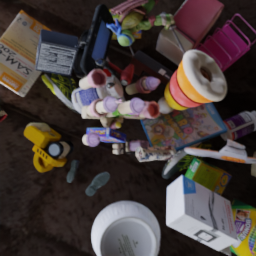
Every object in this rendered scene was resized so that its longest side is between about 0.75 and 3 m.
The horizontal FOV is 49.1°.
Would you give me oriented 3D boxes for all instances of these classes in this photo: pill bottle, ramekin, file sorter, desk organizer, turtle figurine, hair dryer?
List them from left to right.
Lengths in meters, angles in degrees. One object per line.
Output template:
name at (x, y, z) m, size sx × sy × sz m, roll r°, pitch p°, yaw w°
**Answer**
pill bottle at (-1.027, -1.124, 9.592) m, size 1.588 × 0.951 × 0.951 m, roll -18°, pitch 82°, yaw 23°
hair dryer at (-0.287, -1.874, 9.129) m, size 1.419 × 0.385 × 1.080 m, roll -18°, pitch 84°, yaw -42°
ramekin at (-0.029, 3.743, 9.378) m, size 2.409 × 1.122 × 2.409 m, roll 0°, pitch 88°, yaw -5°
turtle figurine at (0.630, -3.701, 10.010) m, size 2.878 × 2.071 × 2.791 m, roll 20°, pitch 73°, yaw -19°
desk organizer at (0.822, -2.063, 10.206) m, size 1.582 × 0.609 × 0.567 m, roll 33°, pitch 49°, yaw 3°
file sorter at (3.582, -3.033, 10.375) m, size 1.895 × 1.188 × 1.317 m, roll -40°, pitch 84°, yaw -5°
pill bottle at (4.066, -0.088, 10.184) m, size 1.413 × 0.794 × 0.794 m, roll -23°, pitch 83°, yaw -3°

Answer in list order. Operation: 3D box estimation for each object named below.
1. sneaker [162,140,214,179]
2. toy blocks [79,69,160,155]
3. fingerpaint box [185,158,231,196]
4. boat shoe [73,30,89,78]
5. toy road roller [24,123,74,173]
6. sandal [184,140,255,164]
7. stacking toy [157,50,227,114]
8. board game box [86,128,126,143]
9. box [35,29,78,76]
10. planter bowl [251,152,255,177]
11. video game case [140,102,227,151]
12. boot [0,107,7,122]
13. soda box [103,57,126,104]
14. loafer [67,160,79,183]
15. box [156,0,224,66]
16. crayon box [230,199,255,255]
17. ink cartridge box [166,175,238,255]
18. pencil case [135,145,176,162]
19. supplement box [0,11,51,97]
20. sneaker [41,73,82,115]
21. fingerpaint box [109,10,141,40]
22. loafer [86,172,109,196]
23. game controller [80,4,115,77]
sneaker at (2.175, 1.148, 10.004) m, size 2.213 × 0.824 × 0.936 m, roll -42°, pitch 85°, yaw -5°
toy blocks at (-0.013, -0.451, 8.750) m, size 2.444 × 2.202 × 2.616 m, roll 1°, pitch 86°, yaw -36°
fingerpaint box at (2.567, 2.011, 9.697) m, size 1.311 × 0.576 × 1.571 m, roll 24°, pitch 97°, yaw -13°
boat shoe at (-1.683, -2.887, 10.660) m, size 0.712 × 0.582 × 1.928 m, roll 14°, pitch 83°, yaw 2°
toy road roller at (-2.952, 0.749, 9.907) m, size 1.767 × 1.086 × 1.290 m, roll 37°, pitch 99°, yaw 11°
sandal at (3.115, 0.694, 9.239) m, size 2.428 × 0.930 × 0.696 m, roll 9°, pitch 84°, yaw 6°
stacking toy at (1.788, -1.191, 9.316) m, size 1.809 × 2.476 × 1.809 m, roll 20°, pitch 53°, yaw -29°
board game box at (-0.735, 0.269, 9.754) m, size 0.877 × 1.304 × 0.292 m, roll -1°, pitch 79°, yaw 24°
box at (-2.419, -2.521, 9.471) m, size 1.227 × 1.217 × 0.756 m, roll 7°, pitch 50°, yaw -23°
planter bowl at (4.867, 1.322, 9.803) m, size 0.960 × 1.426 × 1.426 m, roll 8°, pitch 82°, yaw 27°
video game case at (1.897, -0.195, 10.094) m, size 2.644 × 0.235 × 1.892 m, roll -21°, pitch 62°, yaw 0°
boot at (-5.272, -0.495, 10.411) m, size 1.321 × 0.483 × 0.995 m, roll -39°, pitch 83°, yaw -11°
soda box at (-0.715, -1.555, 10.443) m, size 0.713 × 0.666 × 2.092 m, roll -22°, pitch 83°, yaw -3°
loafer at (-1.971, 1.594, 10.224) m, size 0.307 × 0.269 × 0.855 m, roll 20°, pitch 93°, yaw 33°
box at (2.214, -3.648, 10.320) m, size 1.227 × 1.439 × 2.251 m, roll 37°, pitch 84°, yaw 5°
crayon box at (3.997, 3.494, 9.502) m, size 1.432 × 0.484 × 1.660 m, roll 21°, pitch 82°, yaw 38°
ink cartridge box at (2.430, 2.716, 8.664) m, size 2.513 × 1.455 × 0.838 m, roll 30°, pitch 126°, yaw -15°
pencil case at (0.907, 0.829, 9.148) m, size 1.265 × 0.566 × 0.492 m, roll -1°, pitch 79°, yaw -19°
supplement box at (-3.890, -2.671, 10.302) m, size 1.632 × 0.952 × 2.589 m, roll 33°, pitch 84°, yaw -8°
sneaker at (-2.231, -1.410, 10.350) m, size 2.180 × 0.812 × 0.922 m, roll 44°, pitch 85°, yaw 5°
fingerpaint box at (-0.146, -4.024, 10.870) m, size 1.259 × 0.462 × 1.051 m, roll -3°, pitch 82°, yaw 0°
loafer at (-1.059, 1.901, 9.759) m, size 0.397 × 0.348 × 1.105 m, roll 44°, pitch 102°, yaw -4°
game controller at (-1.014, -2.898, 9.645) m, size 0.533 × 1.320 × 2.531 m, roll 11°, pitch 79°, yaw 11°
